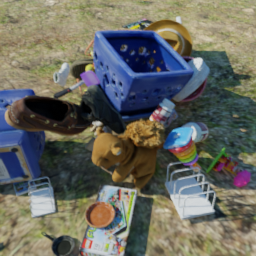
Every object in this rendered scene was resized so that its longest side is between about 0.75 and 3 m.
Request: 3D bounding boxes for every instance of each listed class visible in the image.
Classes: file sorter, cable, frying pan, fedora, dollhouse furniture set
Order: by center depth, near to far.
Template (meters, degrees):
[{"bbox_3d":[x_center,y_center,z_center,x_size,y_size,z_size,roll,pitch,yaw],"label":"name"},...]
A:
[{"bbox_3d":[-1.919,3.127,7.445,1.003,0.163,0.607,3,39,7],"label":"frying pan"},{"bbox_3d":[1.822,1.788,8.331,1.008,0.904,1.453,-9,34,-10],"label":"file sorter"},{"bbox_3d":[-2.612,2.057,8.387,0.664,0.596,0.957,-11,42,-13],"label":"file sorter"},{"bbox_3d":[-1.100,0.154,9.939,0.676,0.792,1.528,32,20,-31],"label":"dollhouse furniture set"},{"bbox_3d":[2.344,-1.908,11.189,1.913,0.662,1.913,-52,16,-13],"label":"cable"},{"bbox_3d":[1.639,-3.698,13.126,2.754,2.754,1.123,7,22,8],"label":"fedora"}]

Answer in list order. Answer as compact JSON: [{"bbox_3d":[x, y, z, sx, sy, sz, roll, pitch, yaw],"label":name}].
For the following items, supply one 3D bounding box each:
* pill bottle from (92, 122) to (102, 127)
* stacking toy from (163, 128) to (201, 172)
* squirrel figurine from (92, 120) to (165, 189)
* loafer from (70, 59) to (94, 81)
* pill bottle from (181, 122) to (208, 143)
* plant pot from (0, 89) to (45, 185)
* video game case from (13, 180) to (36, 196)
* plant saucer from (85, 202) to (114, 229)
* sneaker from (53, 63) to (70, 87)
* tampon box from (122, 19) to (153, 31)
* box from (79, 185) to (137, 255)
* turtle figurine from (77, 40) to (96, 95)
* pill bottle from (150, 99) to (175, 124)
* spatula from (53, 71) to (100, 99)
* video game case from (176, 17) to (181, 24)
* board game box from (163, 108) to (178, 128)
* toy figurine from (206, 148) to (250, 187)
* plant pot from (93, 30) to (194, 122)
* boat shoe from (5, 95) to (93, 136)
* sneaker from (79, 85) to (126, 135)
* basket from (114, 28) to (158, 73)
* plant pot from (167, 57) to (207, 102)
[{"bbox_3d":[-1.188,-0.965,11.609,1.067,1.067,1.843,10,40,12],"label":"pill bottle"},{"bbox_3d":[1.782,0.801,8.444,0.866,1.492,0.819,-13,30,40],"label":"stacking toy"},{"bbox_3d":[0.014,0.500,8.423,2.352,2.195,1.664,-46,52,11],"label":"squirrel figurine"},{"bbox_3d":[-1.576,-2.968,14.114,2.842,1.081,0.959,-4,34,-23],"label":"loafer"},{"bbox_3d":[2.351,0.170,10.061,0.733,0.733,1.284,27,15,28],"label":"pill bottle"},{"bbox_3d":[-4.038,0.431,8.909,2.465,2.466,2.217,-7,46,-9],"label":"plant pot"},{"bbox_3d":[-3.405,1.775,9.120,0.623,0.078,0.870,-19,43,-21],"label":"video game case"},{"bbox_3d":[-0.781,2.409,7.740,0.812,0.131,0.812,0,39,0],"label":"plant saucer"},{"bbox_3d":[-2.899,-2.387,12.166,0.391,0.614,1.062,6,83,23],"label":"sneaker"},{"bbox_3d":[1.152,-4.883,15.890,1.913,1.611,2.553,-32,49,-32],"label":"tampon box"},{"bbox_3d":[-0.487,2.623,7.879,1.164,0.367,2.115,7,41,8],"label":"box"},{"bbox_3d":[-1.324,-2.441,12.386,0.780,1.954,2.423,4,80,23],"label":"turtle figurine"},{"bbox_3d":[1.141,-0.512,9.314,0.484,0.848,0.484,31,17,-10],"label":"pill bottle"},{"bbox_3d":[-1.984,-1.520,10.363,2.123,0.600,0.218,-21,27,24],"label":"spatula"},{"bbox_3d":[2.949,-4.550,15.181,0.255,2.029,2.834,-9,38,13],"label":"video game case"},{"bbox_3d":[1.528,-0.403,10.468,0.247,0.802,0.802,27,91,38],"label":"board game box"},{"bbox_3d":[3.412,1.380,9.201,1.232,1.005,1.338,37,26,19],"label":"toy figurine"},{"bbox_3d":[0.275,-1.848,10.485,2.750,2.473,2.751,-13,53,-31],"label":"plant pot"},{"bbox_3d":[-2.095,-0.378,8.484,2.931,1.031,1.032,-1,64,-51],"label":"boat shoe"},{"bbox_3d":[-0.884,-0.319,9.089,0.746,1.950,1.117,-10,37,40],"label":"sneaker"},{"bbox_3d":[-0.026,-3.262,12.718,1.889,2.536,1.810,-32,49,-3],"label":"basket"},{"bbox_3d":[2.503,-2.209,12.539,1.874,1.874,1.678,7,14,8],"label":"plant pot"}]
